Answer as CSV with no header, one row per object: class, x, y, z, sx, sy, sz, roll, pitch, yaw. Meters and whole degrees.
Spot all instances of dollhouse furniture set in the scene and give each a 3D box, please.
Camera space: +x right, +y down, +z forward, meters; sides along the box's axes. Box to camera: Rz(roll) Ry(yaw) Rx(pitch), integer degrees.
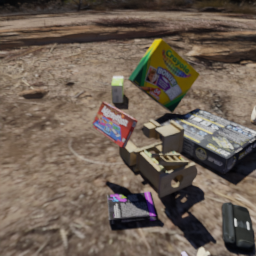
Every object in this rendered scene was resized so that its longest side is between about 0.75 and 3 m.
dollhouse furniture set,0.921,0.398,8.904,1.406,2.237,2.529,-15,34,-26

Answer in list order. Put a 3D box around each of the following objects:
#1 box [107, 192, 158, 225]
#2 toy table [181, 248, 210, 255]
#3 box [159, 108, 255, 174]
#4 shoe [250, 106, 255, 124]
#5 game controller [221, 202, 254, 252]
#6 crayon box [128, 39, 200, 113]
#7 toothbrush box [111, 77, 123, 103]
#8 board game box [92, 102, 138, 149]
box,0.090,2.207,7.760,1.306,0.236,0.934,-2,29,-6
toy table,1.532,2.970,5.951,0.512,0.803,0.874,-20,41,-3
box,3.064,0.310,10.593,2.395,0.730,2.971,-22,36,-36
shoe,5.977,-0.712,12.638,0.622,0.475,1.778,17,34,27
game controller,2.819,2.515,7.243,0.757,0.306,1.452,20,33,5
crayon box,1.597,-2.242,12.341,2.474,2.135,0.721,35,2,-24
toothbrush box,-0.533,-1.974,14.381,0.562,0.950,1.304,1,30,2
board game box,-0.456,-0.131,8.481,0.167,0.885,1.720,20,8,-43
